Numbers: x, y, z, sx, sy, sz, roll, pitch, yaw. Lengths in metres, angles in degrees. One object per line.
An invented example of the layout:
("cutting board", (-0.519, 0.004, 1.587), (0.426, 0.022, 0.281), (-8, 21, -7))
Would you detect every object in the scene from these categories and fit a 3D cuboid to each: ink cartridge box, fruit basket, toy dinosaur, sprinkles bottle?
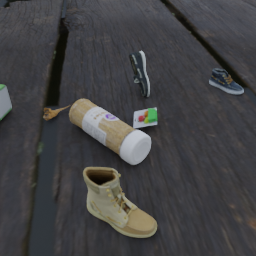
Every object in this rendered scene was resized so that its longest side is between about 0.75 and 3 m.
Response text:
("ink cartridge box", (-5.140, -0.674, 8.752), (2.234, 0.938, 1.618), (5, 36, 8))
("fruit basket", (0.547, -0.299, 8.833), (0.758, 0.355, 0.702), (-15, 48, 21))
("toy dinosaur", (-2.453, -0.495, 9.232), (0.553, 0.314, 1.041), (23, 41, 19))
("sprinkles bottle", (-0.591, 0.044, 8.133), (2.651, 0.905, 0.905), (31, 49, 33))

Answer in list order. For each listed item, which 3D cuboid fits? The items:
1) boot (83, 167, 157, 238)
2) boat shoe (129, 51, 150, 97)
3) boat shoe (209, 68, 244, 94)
("boot", (-0.178, 1.573, 6.017), (1.739, 1.352, 0.633), (21, 45, 23))
("boat shoe", (0.397, -1.886, 10.024), (0.492, 1.631, 0.617), (-13, 4, -15))
("boat shoe", (3.697, -1.749, 10.470), (1.358, 0.616, 0.480), (29, 48, 30))
